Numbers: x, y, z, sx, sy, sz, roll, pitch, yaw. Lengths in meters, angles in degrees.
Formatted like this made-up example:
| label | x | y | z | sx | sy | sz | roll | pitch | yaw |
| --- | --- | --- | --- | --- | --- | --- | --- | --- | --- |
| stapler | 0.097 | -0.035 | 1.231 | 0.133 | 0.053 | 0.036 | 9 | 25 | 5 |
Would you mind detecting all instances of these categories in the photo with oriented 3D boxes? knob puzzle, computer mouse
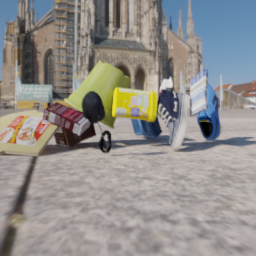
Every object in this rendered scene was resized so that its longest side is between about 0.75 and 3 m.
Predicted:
| label | x | y | z | sx | sy | sz | roll | pitch | yaw |
| --- | --- | --- | --- | --- | --- | --- | --- | --- | --- |
| knob puzzle | -4.206 | 0.206 | 10.726 | 3.193 | 0.443 | 3.193 | 0 | 34 | 0 |
| computer mouse | -0.891 | -0.099 | 8.915 | 0.688 | 2.346 | 0.399 | -38 | 40 | -28 |

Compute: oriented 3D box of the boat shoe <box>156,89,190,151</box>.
| label | x | y | z | sx | sy | sz | roll | pitch | yaw |
| --- | --- | --- | --- | --- | --- | --- | --- | --- | --- |
| boat shoe | 1.620 | -0.382 | 11.193 | 1.307 | 2.820 | 1.053 | 16 | -41 | 0 |

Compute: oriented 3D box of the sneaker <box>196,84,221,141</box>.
| label | x | y | z | sx | sy | sz | roll | pitch | yaw |
| --- | --- | --- | --- | --- | --- | --- | --- | --- | --- |
| sneaker | 3.654 | -0.850 | 13.152 | 0.972 | 2.949 | 1.156 | -14 | -8 | 33 |

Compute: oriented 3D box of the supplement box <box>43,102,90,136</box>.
| label | x | y | z | sx | sy | sz | roll | pitch | yaw |
| --- | --- | --- | --- | --- | --- | --- | --- | --- | --- |
| supplement box | -2.346 | -0.374 | 10.814 | 1.614 | 0.491 | 0.878 | 25 | 29 | 8 |

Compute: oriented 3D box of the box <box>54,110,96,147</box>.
| label | x | y | z | sx | sy | sz | roll | pitch | yaw |
| --- | --- | --- | --- | --- | --- | --- | --- | --- | --- |
| box | -2.449 | -0.015 | 12.427 | 1.483 | 1.217 | 1.230 | -22 | 16 | -35 |

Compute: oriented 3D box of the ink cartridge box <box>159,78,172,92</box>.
| label | x | y | z | sx | sy | sz | roll | pitch | yaw |
| --- | --- | --- | --- | --- | --- | --- | --- | --- | --- |
| ink cartridge box | 1.647 | -1.751 | 12.216 | 0.294 | 0.507 | 0.870 | 1 | -40 | -13 |

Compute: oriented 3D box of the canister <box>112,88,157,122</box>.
| label | x | y | z | sx | sy | sz | roll | pitch | yaw |
| --- | --- | --- | --- | --- | --- | --- | --- | --- | --- |
| canister | 0.255 | -0.937 | 11.214 | 1.661 | 1.234 | 0.719 | 6 | -10 | -12 |

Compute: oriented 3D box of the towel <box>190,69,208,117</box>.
| label | x | y | z | sx | sy | sz | roll | pitch | yaw |
| --- | --- | --- | --- | --- | --- | --- | --- | --- | --- |
| towel | 2.835 | -1.372 | 11.262 | 0.203 | 1.704 | 1.251 | 9 | -16 | -14 |

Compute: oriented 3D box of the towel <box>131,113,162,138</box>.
| label | x | y | z | sx | sy | sz | roll | pitch | yaw |
| --- | --- | --- | --- | --- | --- | --- | --- | --- | --- |
| towel | 0.833 | -0.308 | 14.788 | 0.685 | 1.576 | 2.823 | -19 | 7 | -15 |

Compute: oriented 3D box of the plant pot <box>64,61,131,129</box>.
| label | x | y | z | sx | sy | sz | roll | pitch | yaw |
| --- | --- | --- | --- | --- | --- | --- | --- | --- | --- |
| plant pot | -1.115 | -1.522 | 12.169 | 2.471 | 2.271 | 2.471 | 31 | 1 | 0 |
